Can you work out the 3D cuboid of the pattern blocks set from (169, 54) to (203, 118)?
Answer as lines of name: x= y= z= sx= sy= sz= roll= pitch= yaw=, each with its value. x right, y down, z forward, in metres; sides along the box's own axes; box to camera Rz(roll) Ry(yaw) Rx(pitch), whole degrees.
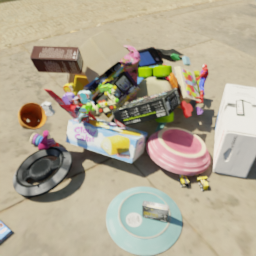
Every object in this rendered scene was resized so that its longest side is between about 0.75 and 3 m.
pattern blocks set: x=2.463 y=-1.793 z=11.512 sx=0.216 sy=2.663 sz=2.341 roll=-22 pitch=-5 yaw=40

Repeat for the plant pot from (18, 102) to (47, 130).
plant pot: x=-3.376 y=-0.336 z=9.682 sx=0.939 sy=0.657 sz=0.939 roll=12 pitch=68 yaw=-32

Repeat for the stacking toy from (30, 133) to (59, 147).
stacking toy: x=-3.362 y=0.596 z=11.358 sx=1.156 sy=0.493 sz=0.493 roll=16 pitch=43 yaw=12

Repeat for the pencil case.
pencil case: x=-0.113 y=-2.475 z=13.029 sx=1.150 sy=2.777 sz=1.201 roll=-37 pitch=69 yaw=-19

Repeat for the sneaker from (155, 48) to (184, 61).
sneaker: x=2.505 y=-4.588 z=17.309 sx=1.744 sy=0.524 sz=0.909 roll=31 pitch=49 yaw=24

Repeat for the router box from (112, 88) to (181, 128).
router box: x=0.705 y=-0.744 z=10.446 sx=2.150 sy=0.668 sz=1.611 roll=-13 pitch=14 yaw=30

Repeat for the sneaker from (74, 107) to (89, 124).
sneaker: x=-1.739 y=-0.486 z=9.931 sx=0.436 sy=0.525 sz=1.100 roll=-42 pitch=16 yaw=-1

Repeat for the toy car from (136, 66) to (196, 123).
toy car: x=1.978 y=-1.581 z=12.430 sx=2.765 sy=2.271 sz=2.182 roll=-10 pitch=12 yaw=-33

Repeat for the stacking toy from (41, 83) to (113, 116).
stacking toy: x=-1.704 y=-1.031 z=9.327 sx=2.040 sy=0.479 sz=1.538 roll=-1 pitch=35 yaw=29

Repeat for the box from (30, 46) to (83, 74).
box: x=-2.553 y=-2.455 z=10.163 sx=1.699 sy=0.851 sz=0.637 roll=2 pitch=66 yaw=4

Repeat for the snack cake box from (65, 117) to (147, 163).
snack cake box: x=-0.787 y=0.368 z=10.702 sx=2.715 sy=0.912 sz=1.561 roll=15 pitch=15 yaw=15

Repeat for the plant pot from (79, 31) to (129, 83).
plant pot: x=-1.111 y=-2.855 z=10.898 sx=1.460 sy=1.295 sz=1.462 roll=-25 pitch=18 yaw=45

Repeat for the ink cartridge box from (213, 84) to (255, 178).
ink cartridge box: x=4.080 y=0.068 z=10.620 sx=1.255 sy=2.173 sz=2.977 roll=10 pitch=43 yaw=10

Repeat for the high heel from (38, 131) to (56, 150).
high heel: x=-3.251 y=0.491 z=10.720 sx=0.668 sy=0.469 sz=1.394 roll=-23 pitch=30 yaw=-22

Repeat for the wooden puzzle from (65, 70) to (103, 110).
wooden puzzle: x=-1.848 y=-1.704 z=12.548 sx=1.807 sy=1.953 sz=0.364 roll=3 pitch=27 yaw=-23

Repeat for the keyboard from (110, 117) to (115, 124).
keyboard: x=-0.337 y=-0.189 z=12.010 sx=0.148 sy=0.910 sz=1.433 roll=14 pitch=31 yaw=-33

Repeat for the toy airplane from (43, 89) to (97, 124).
toy airplane: x=-2.185 y=-0.788 z=11.068 sx=2.508 sy=2.508 sz=0.461 roll=30 pitch=76 yaw=30

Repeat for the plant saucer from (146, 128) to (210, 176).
plant saucer: x=1.946 y=0.742 z=10.617 sx=2.480 sy=0.629 sz=2.480 roll=9 pitch=32 yaw=-6

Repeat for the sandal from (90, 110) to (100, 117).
sandal: x=-1.960 y=-0.459 z=12.340 sx=1.821 sy=0.668 sz=0.599 roll=5 pitch=74 yaw=45

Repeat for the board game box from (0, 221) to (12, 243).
board game box: x=-4.174 y=3.171 z=8.566 sx=0.970 sy=0.178 sz=0.734 roll=26 pitch=47 yaw=27

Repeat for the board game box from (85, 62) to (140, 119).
board game box: x=-0.625 y=-1.498 z=11.266 sx=1.886 sy=1.559 sz=0.535 roll=-43 pitch=50 yaw=2

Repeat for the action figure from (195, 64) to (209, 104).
action figure: x=3.060 y=-1.902 z=11.643 sx=0.460 sy=0.582 sz=1.778 roll=7 pitch=67 yaw=29

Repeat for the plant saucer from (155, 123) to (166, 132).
plant saucer: x=1.446 y=-0.064 z=12.391 sx=0.288 sy=0.078 sz=0.824 roll=15 pitch=44 yaw=17

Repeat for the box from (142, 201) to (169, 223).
box: x=0.835 y=2.550 z=8.520 sx=0.806 sy=0.638 sz=0.195 roll=8 pitch=42 yaw=14

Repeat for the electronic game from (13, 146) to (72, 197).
electronic game: x=-3.067 y=1.508 z=10.038 sx=2.238 sy=0.466 sz=2.238 roll=-13 pitch=39 yaw=10

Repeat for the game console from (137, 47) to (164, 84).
game console: x=0.778 y=-2.985 z=13.812 sx=1.738 sy=1.498 sz=1.032 roll=-1 pitch=52 yaw=42

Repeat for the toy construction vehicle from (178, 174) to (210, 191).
toy construction vehicle: x=2.315 y=1.737 z=10.055 sx=0.984 sy=0.398 sz=1.131 roll=-4 pitch=41 yaw=-5

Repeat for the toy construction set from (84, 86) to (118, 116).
toy construction set: x=-0.947 y=-0.959 z=10.517 sx=1.376 sy=0.634 sz=0.902 roll=-21 pitch=79 yaw=-4

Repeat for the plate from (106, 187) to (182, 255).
plate: x=0.509 y=2.797 z=8.906 sx=2.444 sy=0.312 sz=2.444 roll=1 pitch=42 yaw=-1

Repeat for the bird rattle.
bird rattle: x=2.101 y=-2.022 z=13.656 sx=2.835 sy=1.597 sz=2.311 roll=16 pitch=63 yaw=19
